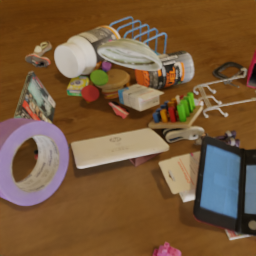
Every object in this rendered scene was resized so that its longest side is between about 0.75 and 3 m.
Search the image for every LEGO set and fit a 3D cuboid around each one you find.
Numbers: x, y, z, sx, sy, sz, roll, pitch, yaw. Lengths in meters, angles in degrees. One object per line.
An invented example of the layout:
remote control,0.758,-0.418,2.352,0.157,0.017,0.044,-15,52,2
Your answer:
LEGO set,1.699,3.627,6.387,2.651,1.088,1.011,19,49,18

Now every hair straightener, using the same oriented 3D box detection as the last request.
hair straightener,-2.656,0.702,9.870,1.327,0.272,0.511,-17,48,-16

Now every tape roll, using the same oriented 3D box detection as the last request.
tape roll,-2.914,0.929,8.037,1.006,2.367,2.367,9,43,35

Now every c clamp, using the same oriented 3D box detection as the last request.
c clamp,4.881,-2.542,13.165,1.594,0.253,1.866,30,54,33

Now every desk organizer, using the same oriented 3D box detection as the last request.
desk organizer,0.619,0.825,9.614,1.199,0.462,0.430,-26,50,-23

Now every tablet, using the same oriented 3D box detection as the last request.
tablet,-0.349,0.593,9.446,2.985,0.204,1.943,-10,22,-14

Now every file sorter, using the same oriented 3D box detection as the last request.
file sorter,0.420,-4.203,13.846,1.774,1.569,2.557,-32,53,-28

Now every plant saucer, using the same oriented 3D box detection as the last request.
plant saucer,0.095,-2.484,9.281,2.205,2.205,0.553,13,90,13

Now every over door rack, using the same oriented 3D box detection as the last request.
over door rack,3.992,-1.339,11.427,2.276,0.758,1.681,-19,44,11

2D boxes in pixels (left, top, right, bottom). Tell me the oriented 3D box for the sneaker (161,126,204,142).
sneaker,1.971,0.024,10.359,1.509,0.551,0.844,-7,37,-15

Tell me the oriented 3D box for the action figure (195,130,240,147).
action figure,3.080,0.498,9.855,1.585,0.550,1.031,-4,43,-7

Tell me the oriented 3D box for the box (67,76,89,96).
box,-2.209,-1.936,12.483,0.747,0.308,1.273,4,44,3

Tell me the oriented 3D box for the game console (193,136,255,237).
game console,3.170,1.489,7.553,2.155,1.484,2.501,-9,58,41

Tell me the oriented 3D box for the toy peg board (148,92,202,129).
toy peg board,1.690,-0.690,10.311,1.580,0.776,1.587,0,28,34

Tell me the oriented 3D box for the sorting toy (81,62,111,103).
sorting toy,-1.335,-1.831,11.812,0.755,0.750,2.177,26,61,-3

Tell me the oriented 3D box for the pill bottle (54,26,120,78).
pill bottle,-1.752,-3.445,12.713,1.745,1.745,2.999,26,43,23

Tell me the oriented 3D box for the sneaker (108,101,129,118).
sneaker,-0.435,-0.706,11.073,0.931,0.404,0.343,35,24,9

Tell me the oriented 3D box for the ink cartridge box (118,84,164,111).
ink cartridge box,0.504,-1.150,10.819,0.988,0.578,1.703,-23,30,-29

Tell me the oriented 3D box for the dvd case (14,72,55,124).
dvd case,-3.289,-0.666,10.193,0.265,1.757,2.407,-14,46,12

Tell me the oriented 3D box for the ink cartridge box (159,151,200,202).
ink cartridge box,2.097,1.480,8.754,2.138,0.721,1.245,-11,48,-13

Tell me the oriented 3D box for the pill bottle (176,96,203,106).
pill bottle,2.415,-0.945,11.290,1.062,0.578,0.578,21,49,20

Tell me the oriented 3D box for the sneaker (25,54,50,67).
sneaker,-4.483,-3.224,13.657,1.262,0.486,0.517,9,52,10

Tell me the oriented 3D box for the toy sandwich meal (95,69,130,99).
toy sandwich meal,-0.685,-1.977,12.354,1.767,0.605,1.767,-4,38,4

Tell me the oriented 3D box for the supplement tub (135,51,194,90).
supplement tub,1.550,-2.477,12.233,2.305,1.412,1.412,-16,47,-14

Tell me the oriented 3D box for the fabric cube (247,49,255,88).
fabric cube,6.081,-2.577,12.450,1.240,1.264,1.260,13,45,14

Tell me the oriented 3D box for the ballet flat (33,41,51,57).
ballet flat,-4.520,-4.084,14.498,0.471,0.465,1.382,19,48,17

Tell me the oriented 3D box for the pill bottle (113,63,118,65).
pill bottle,-0.167,-3.085,12.584,0.996,0.529,0.529,11,46,19

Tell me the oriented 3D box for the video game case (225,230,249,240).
video game case,3.168,2.777,7.947,0.908,0.079,0.649,-7,45,-7
